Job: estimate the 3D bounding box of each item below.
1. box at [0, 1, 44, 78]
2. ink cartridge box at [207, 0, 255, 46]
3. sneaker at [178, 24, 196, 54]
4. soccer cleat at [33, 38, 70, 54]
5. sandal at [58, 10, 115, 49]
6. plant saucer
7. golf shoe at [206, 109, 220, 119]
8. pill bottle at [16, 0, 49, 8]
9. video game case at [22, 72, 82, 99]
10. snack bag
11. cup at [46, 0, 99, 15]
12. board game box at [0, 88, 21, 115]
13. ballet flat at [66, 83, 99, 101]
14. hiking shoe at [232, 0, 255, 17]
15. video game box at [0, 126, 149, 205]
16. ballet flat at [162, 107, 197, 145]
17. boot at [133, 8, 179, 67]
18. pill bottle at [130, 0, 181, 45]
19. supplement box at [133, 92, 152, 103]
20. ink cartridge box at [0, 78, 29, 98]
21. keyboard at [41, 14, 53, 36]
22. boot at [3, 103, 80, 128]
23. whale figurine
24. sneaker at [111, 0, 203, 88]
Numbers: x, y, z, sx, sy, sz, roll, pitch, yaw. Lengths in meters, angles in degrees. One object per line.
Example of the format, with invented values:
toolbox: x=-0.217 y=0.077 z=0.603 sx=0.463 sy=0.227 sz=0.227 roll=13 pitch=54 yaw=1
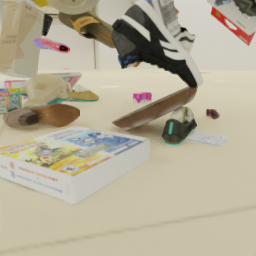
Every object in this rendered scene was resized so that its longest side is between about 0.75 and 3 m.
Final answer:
box: x=-2.983 y=-2.375 z=7.758 sx=0.897 sy=1.890 sz=0.735 roll=5 pitch=-1 yaw=33
ink cartridge box: x=2.560 y=-2.813 z=6.909 sx=0.329 sy=1.296 sz=1.471 roll=-35 pitch=69 yaw=-12
sneaker: x=1.540 y=-3.032 z=9.301 sx=0.843 sy=0.915 sz=2.288 roll=5 pitch=32 yaw=-28
soccer cleat: x=-1.678 y=-1.827 z=6.213 sx=0.789 sy=0.263 sz=0.302 roll=9 pitch=8 yaw=-29
sandal: x=-1.545 y=-3.958 z=11.149 sx=2.767 sy=1.111 sz=0.747 roll=29 pitch=49 yaw=-4
plant saucer: x=0.811 y=-0.557 z=8.007 sx=2.658 sy=0.426 sz=2.658 roll=-26 pitch=4 yaw=2
golf shoe: x=3.069 y=-0.519 z=9.818 sx=0.406 sy=0.320 sz=0.881 roll=-2 pitch=14 yaw=-6
pill bottle: x=-2.649 y=-4.326 z=8.657 sx=1.717 sy=0.962 sz=0.962 roll=-15 pitch=8 yaw=23
video game case: x=-3.889 y=-2.186 z=14.354 sx=2.661 sy=0.232 sz=1.902 roll=-13 pitch=-19 yaw=-41
snack bag: x=2.059 y=0.255 z=7.217 sx=0.897 sy=0.102 sz=0.951 roll=10 pitch=17 yaw=35
cup: x=-1.174 y=-3.031 z=5.809 sx=1.557 sy=1.557 sz=1.113 roll=-3 pitch=41 yaw=-10
board game box: x=-4.716 y=-0.979 z=10.312 sx=1.440 sy=0.969 sz=0.210 roll=-3 pitch=15 yaw=-10
ballet flat: x=-2.721 y=-1.754 z=13.602 sx=2.691 sy=0.848 sz=0.923 roll=3 pitch=15 yaw=11
hiking shoe: x=2.028 y=-2.501 z=4.344 sx=0.981 sy=0.738 sz=1.949 roll=-12 pitch=-27 yaw=43
video game box: x=-1.009 y=0.522 z=5.347 sx=2.059 sy=0.529 sz=2.260 roll=6 pitch=15 yaw=32
ballet flat: x=1.455 y=-0.169 z=7.570 sx=0.744 sy=0.749 sz=2.189 roll=4 pitch=14 yaw=18
boot: x=0.423 y=-3.335 z=8.998 sx=1.060 sy=2.156 sz=3.012 roll=29 pitch=29 yaw=-27
pill bottle: x=0.719 y=-2.451 z=6.670 sx=0.939 sy=1.650 sz=0.939 roll=-16 pitch=29 yaw=9
supplement box: x=0.667 y=-1.425 z=13.137 sx=0.855 sy=0.433 sz=0.442 roll=-12 pitch=19 yaw=-40
ink cartridge box: x=-6.239 y=-2.134 z=14.884 sx=2.267 sy=0.938 sz=1.661 roll=8 pitch=16 yaw=29
keyboard: x=-3.403 y=-3.554 z=9.701 sx=0.234 sy=1.094 sz=1.822 roll=40 pitch=20 yaw=16
boot: x=-2.767 y=-0.424 z=8.737 sx=2.062 sy=0.724 sz=1.507 roll=-10 pitch=13 yaw=-42
whale figurine: x=-3.382 y=-1.173 z=11.219 sx=1.957 sy=1.276 sz=2.460 roll=6 pitch=38 yaw=-2
sneaker: x=0.366 y=-1.062 z=4.364 sx=0.890 sy=1.591 sz=0.581 roll=-40 pitch=8 yaw=5
